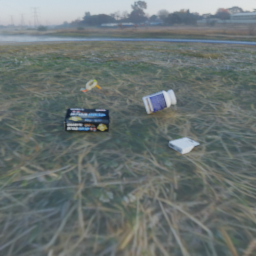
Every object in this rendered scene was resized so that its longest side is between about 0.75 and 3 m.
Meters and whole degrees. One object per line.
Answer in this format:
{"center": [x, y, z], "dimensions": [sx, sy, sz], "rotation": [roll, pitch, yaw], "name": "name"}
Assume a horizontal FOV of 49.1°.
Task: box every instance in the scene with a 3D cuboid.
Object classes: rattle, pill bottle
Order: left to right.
{"center": [-1.949, -2.002, 14.516], "dimensions": [0.608, 0.668, 0.934], "rotation": [22, 63, 24], "name": "rattle"}
{"center": [1.547, -1.319, 13.887], "dimensions": [1.495, 0.865, 0.865], "rotation": [-17, 23, 4], "name": "pill bottle"}

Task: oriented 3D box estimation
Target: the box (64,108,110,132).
{"center": [-1.786, -0.362, 12.404], "dimensions": [1.925, 0.443, 1.530], "rotation": [2, 27, -6], "name": "box"}

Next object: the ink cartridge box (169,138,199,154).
{"center": [2.115, 0.664, 10.603], "dimensions": [0.906, 0.258, 0.736], "rotation": [-7, 23, -35], "name": "ink cartridge box"}
